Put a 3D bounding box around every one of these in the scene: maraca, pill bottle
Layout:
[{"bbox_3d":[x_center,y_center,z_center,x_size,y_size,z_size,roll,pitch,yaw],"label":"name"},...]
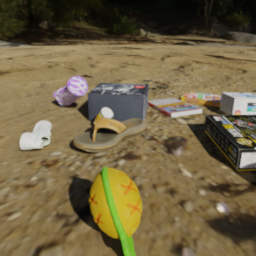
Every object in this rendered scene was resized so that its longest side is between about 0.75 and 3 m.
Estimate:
[{"bbox_3d":[-0.145,1.299,4.260,0.783,1.463,1.003,-19,-13,4],"label":"maraca"},{"bbox_3d":[-0.850,-0.295,9.357,0.427,0.757,0.427,19,46,-21],"label":"pill bottle"}]

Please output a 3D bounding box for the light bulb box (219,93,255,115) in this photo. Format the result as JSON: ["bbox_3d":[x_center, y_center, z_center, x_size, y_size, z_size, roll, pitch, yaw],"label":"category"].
[{"bbox_3d":[4.412,-0.912,10.963,1.194,0.752,1.205,0,16,-6],"label":"light bulb box"}]

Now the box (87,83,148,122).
[{"bbox_3d":[-0.304,-1.019,10.865,2.088,1.087,1.901,2,22,7],"label":"box"}]

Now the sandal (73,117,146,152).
[{"bbox_3d":[-0.517,-0.001,8.569,1.159,0.779,2.886,18,26,39],"label":"sandal"}]

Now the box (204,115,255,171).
[{"bbox_3d":[3.617,0.302,7.988,2.127,0.657,2.663,-2,21,-3],"label":"box"}]

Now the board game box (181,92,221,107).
[{"bbox_3d":[3.635,-1.287,12.780,2.197,0.329,1.050,16,27,30],"label":"board game box"}]

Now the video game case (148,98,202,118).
[{"bbox_3d":[1.886,-0.893,11.837,1.465,0.179,2.049,-9,22,-23],"label":"video game case"}]

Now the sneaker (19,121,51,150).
[{"bbox_3d":[-2.543,0.254,8.258,0.652,0.572,1.627,7,23,5],"label":"sneaker"}]

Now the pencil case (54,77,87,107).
[{"bbox_3d":[-2.344,-1.470,11.305,0.846,0.831,1.980,22,-20,-26],"label":"pencil case"}]
